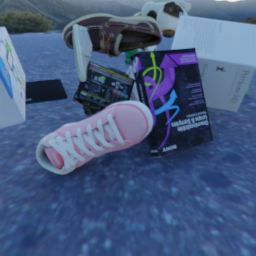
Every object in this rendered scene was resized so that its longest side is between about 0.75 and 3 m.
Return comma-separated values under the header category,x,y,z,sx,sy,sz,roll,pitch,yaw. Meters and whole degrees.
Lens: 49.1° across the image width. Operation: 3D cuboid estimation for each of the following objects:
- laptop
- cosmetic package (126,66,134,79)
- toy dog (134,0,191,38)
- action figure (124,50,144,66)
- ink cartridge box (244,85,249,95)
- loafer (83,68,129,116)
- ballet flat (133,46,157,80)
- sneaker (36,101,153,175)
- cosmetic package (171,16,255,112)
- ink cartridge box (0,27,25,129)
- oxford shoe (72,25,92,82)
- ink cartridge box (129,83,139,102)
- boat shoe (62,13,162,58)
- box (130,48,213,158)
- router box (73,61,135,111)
category,x,y,z,sx,sy,sz,roll,pitch,yaw
laptop,-3.747,-1.473,11.987,1.789,1.043,2.019,-10,-1,-25
cosmetic package,0.982,-1.972,10.348,2.174,0.805,1.105,-31,74,-32
toy dog,1.479,-4.450,11.064,2.207,1.588,2.276,0,29,-19
action figure,0.378,-2.221,8.830,0.327,0.707,1.198,-27,37,-33
ink cartridge box,4.196,-1.758,11.960,1.520,0.639,1.109,-12,26,-27
loafer,-0.624,-1.068,7.998,0.692,0.696,1.913,10,52,26
ballet flat,0.654,-2.123,9.361,0.977,0.977,2.724,-2,58,-4
sneaker,-0.823,0.310,5.837,2.679,1.008,1.401,-15,17,32
cosmetic package,2.509,-1.998,8.749,2.349,1.966,1.954,11,55,10
ink cartridge box,-2.635,-0.881,5.085,1.171,1.176,1.603,-15,44,-7
oxford shoe,-0.903,-1.537,5.669,0.370,1.283,0.482,-2,-21,-17
ink cartridge box,0.220,-0.662,8.089,0.861,1.375,0.884,-17,72,-44
boat shoe,-0.360,-2.150,6.710,2.385,0.860,0.858,-5,47,-10
box,1.100,-0.644,6.701,1.725,2.413,0.436,-13,3,-29
router box,-0.595,-0.948,7.046,1.357,1.017,0.421,20,-13,-17
